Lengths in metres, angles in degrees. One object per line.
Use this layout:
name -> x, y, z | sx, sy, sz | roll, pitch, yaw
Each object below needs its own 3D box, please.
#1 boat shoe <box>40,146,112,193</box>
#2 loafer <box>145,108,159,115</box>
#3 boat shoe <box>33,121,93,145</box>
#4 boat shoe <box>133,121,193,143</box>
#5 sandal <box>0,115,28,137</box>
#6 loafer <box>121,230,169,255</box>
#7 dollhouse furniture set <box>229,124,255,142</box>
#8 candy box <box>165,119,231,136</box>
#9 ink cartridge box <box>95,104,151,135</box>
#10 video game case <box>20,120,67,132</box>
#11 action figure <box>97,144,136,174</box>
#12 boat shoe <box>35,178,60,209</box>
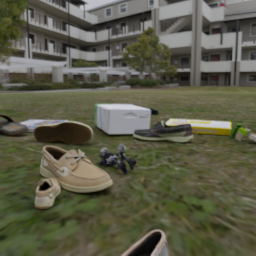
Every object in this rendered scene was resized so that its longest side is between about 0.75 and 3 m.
boat shoe -> -1.343, 0.918, 6.596 | 2.342, 0.756, 0.835 | 8, 13, 38
loafer -> 1.434, -1.090, 18.715 | 1.259, 0.428, 0.442 | 10, 8, 23
boat shoe -> -2.388, 0.149, 10.700 | 2.409, 0.869, 0.782 | -2, 10, 18
boat shoe -> 1.356, 0.104, 11.014 | 2.360, 0.776, 0.843 | 3, 12, 18
sandal -> -5.531, -0.180, 12.199 | 2.635, 0.719, 1.077 | 9, 31, 27
loafer -> -0.172, 1.671, 2.909 | 0.677, 0.592, 1.884 | 8, 13, 38
dollhouse furniture set -> 4.705, 0.410, 10.925 | 0.747, 0.577, 1.495 | 1, 27, -37
candy box -> 3.219, -0.059, 12.965 | 2.911, 0.384, 1.488 | 4, 16, 20
ink cartridge box -> -0.341, -0.452, 12.936 | 1.924, 1.115, 2.657 | -1, 9, -19
video game case -> -4.278, -0.106, 13.685 | 2.063, 0.260, 2.264 | 1, 9, 6
action figure -> -0.364, 0.787, 7.665 | 0.782, 0.672, 1.316 | -20, 22, -33
boat shoe -> -1.656, 1.247, 5.818 | 0.431, 0.390, 1.209 | -1, 10, -8
